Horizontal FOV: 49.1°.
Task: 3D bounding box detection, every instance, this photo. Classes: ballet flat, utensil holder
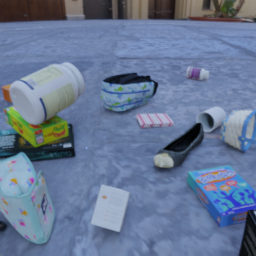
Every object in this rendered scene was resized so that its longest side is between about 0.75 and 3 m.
[{"bbox_3d":[1.499,0.492,8.268,0.810,0.692,2.437,19,32,33],"label":"ballet flat"},{"bbox_3d":[2.938,-0.317,9.883,0.728,0.728,0.857,23,32,38],"label":"utensil holder"}]

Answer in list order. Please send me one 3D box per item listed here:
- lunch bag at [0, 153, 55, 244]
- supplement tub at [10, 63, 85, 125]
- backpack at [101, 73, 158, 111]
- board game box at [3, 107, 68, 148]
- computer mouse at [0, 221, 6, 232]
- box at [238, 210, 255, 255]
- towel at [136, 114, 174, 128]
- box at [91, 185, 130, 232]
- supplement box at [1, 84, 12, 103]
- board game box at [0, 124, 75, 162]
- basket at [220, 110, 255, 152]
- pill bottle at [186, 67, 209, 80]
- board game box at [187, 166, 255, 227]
[{"bbox_3d":[-2.093,1.435,5.662,0.945,1.321,1.550,-24,32,-31],"label":"lunch bag"},{"bbox_3d":[-2.355,-1.073,8.359,1.353,1.353,1.866,20,43,35],"label":"supplement tub"},{"bbox_3d":[-0.116,-1.535,11.556,1.836,1.730,2.251,21,12,27],"label":"backpack"},{"bbox_3d":[-2.996,-0.189,9.011,1.126,0.528,2.216,-22,35,-36],"label":"board game box"},{"bbox_3d":[-3.335,2.180,5.458,1.770,0.301,0.519,-6,14,-23],"label":"computer mouse"},{"bbox_3d":[2.325,2.258,4.156,0.681,1.218,1.726,0,27,-1],"label":"box"},{"bbox_3d":[0.978,-0.274,10.402,1.260,0.188,0.922,-2,27,-11],"label":"towel"},{"bbox_3d":[-0.344,1.631,5.726,0.600,0.788,0.419,14,-14,7],"label":"box"},{"bbox_3d":[-4.716,-1.766,12.853,0.660,0.639,1.919,20,33,34],"label":"supplement box"},{"bbox_3d":[-2.940,0.474,8.694,2.505,0.353,1.694,-5,27,-10],"label":"board game box"},{"bbox_3d":[3.801,0.078,8.577,1.638,1.139,1.444,12,29,41],"label":"basket"},{"bbox_3d":[3.779,-2.934,15.211,1.117,0.627,0.627,15,30,26],"label":"pill bottle"},{"bbox_3d":[2.273,1.529,6.577,1.199,0.355,1.577,-7,27,-14],"label":"board game box"}]
